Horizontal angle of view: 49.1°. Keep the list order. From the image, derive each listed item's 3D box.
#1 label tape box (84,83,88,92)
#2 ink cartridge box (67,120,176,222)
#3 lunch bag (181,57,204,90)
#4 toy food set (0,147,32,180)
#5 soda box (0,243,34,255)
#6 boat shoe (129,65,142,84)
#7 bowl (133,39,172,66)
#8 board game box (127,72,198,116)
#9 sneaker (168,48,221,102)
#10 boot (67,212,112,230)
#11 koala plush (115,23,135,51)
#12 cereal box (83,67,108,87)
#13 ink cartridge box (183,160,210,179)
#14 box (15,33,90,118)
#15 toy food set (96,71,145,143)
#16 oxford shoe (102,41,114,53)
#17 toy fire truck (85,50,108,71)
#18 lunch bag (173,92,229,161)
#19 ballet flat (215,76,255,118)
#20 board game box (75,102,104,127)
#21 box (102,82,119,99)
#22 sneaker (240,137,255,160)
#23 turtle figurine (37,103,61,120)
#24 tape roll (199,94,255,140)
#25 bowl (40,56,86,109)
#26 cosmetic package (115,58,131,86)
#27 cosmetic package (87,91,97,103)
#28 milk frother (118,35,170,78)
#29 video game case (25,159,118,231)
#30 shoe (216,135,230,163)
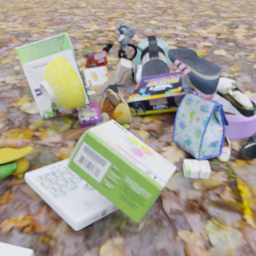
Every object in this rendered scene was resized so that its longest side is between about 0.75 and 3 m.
[{"bbox_3d":[-2.969,-1.948,13.410,1.563,0.721,2.182,-14,37,-20],"label":"label tape box"},{"bbox_3d":[0.128,0.704,6.639,1.916,0.982,2.593,36,23,11],"label":"ink cartridge box"},{"bbox_3d":[2.266,-1.932,9.807,0.812,1.115,1.311,3,13,6],"label":"lunch bag"},{"bbox_3d":[-4.311,1.366,8.360,2.974,0.971,1.750,-14,12,-23],"label":"toy food set"},{"bbox_3d":[-3.154,2.925,6.043,2.204,0.702,0.751,7,34,11],"label":"soda box"},{"bbox_3d":[0.368,-2.843,14.768,0.689,0.729,2.032,2,31,2],"label":"boat shoe"},{"bbox_3d":[1.492,-4.574,16.896,2.415,1.263,2.415,1,34,-1],"label":"bowl"},{"bbox_3d":[1.576,-1.536,11.894,2.703,0.766,2.234,-6,35,25],"label":"board game box"},{"bbox_3d":[1.820,-1.643,8.330,0.866,1.013,2.469,-12,35,-9],"label":"sneaker"},{"bbox_3d":[-1.304,1.982,7.667,1.376,0.500,1.461,-25,40,-31],"label":"boot"},{"bbox_3d":[-0.188,-4.276,13.221,0.934,0.901,1.016,6,63,17],"label":"koala plush"},{"bbox_3d":[-1.284,-2.083,11.403,0.973,0.700,0.192,-15,9,-23],"label":"cereal box"},{"bbox_3d":[2.152,1.301,8.841,0.755,0.317,0.549,3,33,3],"label":"ink cartridge box"},{"bbox_3d":[-2.964,-2.084,11.296,2.092,2.898,0.527,-17,14,0],"label":"box"},{"bbox_3d":[-0.488,-0.416,9.220,0.488,2.432,1.679,-19,-7,-36],"label":"toy food set"},{"bbox_3d":[-0.912,-3.767,13.072,0.863,0.314,0.364,-19,35,49],"label":"oxford shoe"},{"bbox_3d":[-1.401,-2.858,12.326,1.073,0.901,0.602,-22,35,-15],"label":"toy fire truck"},{"bbox_3d":[2.385,-0.128,9.353,1.201,1.884,1.602,-11,24,-25],"label":"lunch bag"},{"bbox_3d":[3.517,-1.194,9.387,0.694,0.699,2.043,-45,73,-5],"label":"ballet flat"},{"bbox_3d":[-1.645,-0.582,11.775,0.972,0.262,1.620,-5,33,-18],"label":"board game box"},{"bbox_3d":[-0.717,-0.979,10.988,0.533,1.351,0.954,-1,40,-14],"label":"box"},{"bbox_3d":[4.351,0.636,9.725,1.611,0.610,0.705,-9,26,-27],"label":"sneaker"},{"bbox_3d":[-3.059,-0.693,10.747,0.706,0.981,0.952,-33,6,-17],"label":"turtle figurine"},{"bbox_3d":[3.888,-0.589,11.222,2.559,0.839,2.559,0,33,0],"label":"tape roll"},{"bbox_3d":[-2.495,-1.456,10.048,1.068,1.984,1.984,-32,44,-22],"label":"bowl"},{"bbox_3d":[-0.316,-2.759,13.964,0.525,1.203,0.622,14,47,-17],"label":"cosmetic package"},{"bbox_3d":[-1.937,-1.325,12.659,0.972,0.503,0.355,-15,37,-20],"label":"cosmetic package"},{"bbox_3d":[0.759,-3.488,14.827,2.440,2.202,2.295,-21,29,14],"label":"milk frother"},{"bbox_3d":[-1.144,1.530,7.859,2.476,0.322,2.720,-17,28,-39],"label":"video game case"},{"bbox_3d":[3.306,0.700,9.727,0.456,0.348,1.305,10,35,15],"label":"shoe"}]
